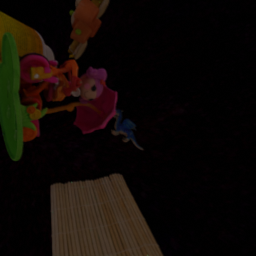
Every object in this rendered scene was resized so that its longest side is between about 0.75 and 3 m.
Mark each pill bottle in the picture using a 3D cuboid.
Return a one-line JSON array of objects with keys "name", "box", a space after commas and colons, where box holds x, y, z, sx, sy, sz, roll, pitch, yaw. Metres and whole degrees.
[{"name": "pill bottle", "box": [-2.638, -1.635, 5.719, 1.329, 2.433, 1.329, -1, 87, 23]}]

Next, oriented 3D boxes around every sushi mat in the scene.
[{"name": "sushi mat", "box": [-0.410, 1.411, 4.021, 1.347, 2.816, 0.170, -9, 110, -13]}]

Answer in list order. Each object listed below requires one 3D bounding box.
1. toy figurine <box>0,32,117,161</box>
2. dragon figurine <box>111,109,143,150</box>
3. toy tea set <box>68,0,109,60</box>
[{"name": "toy figurine", "box": [-1.184, -0.626, 5.328, 2.148, 2.334, 1.752, -9, 46, -32]}, {"name": "dragon figurine", "box": [-0.016, 0.015, 8.040, 1.407, 0.414, 0.700, 32, 75, 11]}, {"name": "toy tea set", "box": [-1.072, -2.480, 6.275, 0.772, 2.085, 1.240, 32, 71, -10]}]
